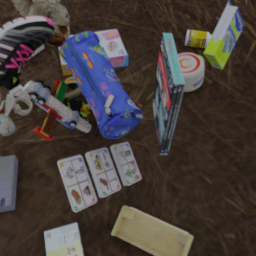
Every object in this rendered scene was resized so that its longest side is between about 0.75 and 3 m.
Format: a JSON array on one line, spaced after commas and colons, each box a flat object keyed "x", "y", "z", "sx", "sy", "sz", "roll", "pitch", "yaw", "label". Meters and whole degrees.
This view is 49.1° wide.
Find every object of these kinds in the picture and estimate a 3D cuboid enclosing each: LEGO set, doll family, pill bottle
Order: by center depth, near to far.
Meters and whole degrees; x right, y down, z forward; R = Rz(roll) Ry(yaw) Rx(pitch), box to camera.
[{"x": -0.979, "y": 0.020, "z": 5.757, "sx": 2.174, "sy": 0.714, "sz": 2.910, "roll": -12, "pitch": 80, "yaw": -55, "label": "LEGO set"}, {"x": -1.090, "y": -0.708, "z": 8.628, "sx": 2.964, "sy": 1.713, "sz": 1.163, "roll": -13, "pitch": 76, "yaw": -8, "label": "doll family"}, {"x": 3.056, "y": -3.760, "z": 11.913, "sx": 1.190, "sy": 0.669, "sz": 0.669, "roll": 9, "pitch": 51, "yaw": 8, "label": "pill bottle"}]

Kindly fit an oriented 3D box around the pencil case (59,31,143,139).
[{"x": -0.545, "y": -0.842, "z": 5.328, "sx": 0.855, "sy": 0.952, "sz": 2.192, "roll": -32, "pitch": 70, "yaw": 9, "label": "pencil case"}]

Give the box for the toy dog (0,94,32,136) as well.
[{"x": -3.327, "y": -0.753, "z": 6.913, "sx": 1.863, "sy": 0.898, "sz": 1.229, "roll": 45, "pitch": 72, "yaw": -16, "label": "toy dog"}]

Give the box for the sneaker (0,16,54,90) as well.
[{"x": -2.314, "y": -1.277, "z": 5.485, "sx": 2.264, "sy": 0.835, "sz": 0.990, "roll": -29, "pitch": 83, "yaw": 4, "label": "sneaker"}]

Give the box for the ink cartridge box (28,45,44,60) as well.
[{"x": -4.688, "y": -3.310, "z": 11.422, "sx": 1.488, "sy": 0.841, "sz": 2.031, "roll": 27, "pitch": 55, "yaw": 21, "label": "ink cartridge box"}]

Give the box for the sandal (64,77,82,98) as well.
[{"x": -1.799, "y": -1.536, "z": 9.814, "sx": 2.475, "sy": 0.668, "sz": 0.994, "roll": -40, "pitch": 17, "yaw": -32, "label": "sandal"}]

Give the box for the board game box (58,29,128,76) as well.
[{"x": -1.494, "y": -3.142, "z": 11.486, "sx": 2.614, "sy": 0.527, "sz": 2.000, "roll": -10, "pitch": 51, "yaw": -9, "label": "board game box"}]

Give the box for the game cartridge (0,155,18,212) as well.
[{"x": -4.358, "y": 1.644, "z": 7.609, "sx": 2.555, "sy": 0.490, "sz": 1.656, "roll": -8, "pitch": 47, "yaw": -7, "label": "game cartridge"}]

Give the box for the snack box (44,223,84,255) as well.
[{"x": -1.460, "y": 3.030, "z": 6.549, "sx": 0.824, "sy": 0.263, "sz": 1.419, "roll": -13, "pitch": 52, "yaw": -10, "label": "snack box"}]

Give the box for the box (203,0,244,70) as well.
[{"x": 2.250, "y": -2.123, "z": 6.459, "sx": 0.316, "sy": 0.809, "sz": 1.328, "roll": 27, "pitch": 93, "yaw": 34, "label": "box"}]

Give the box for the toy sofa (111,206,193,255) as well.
[{"x": 0.580, "y": 2.574, "z": 6.729, "sx": 1.812, "sy": 0.884, "sz": 0.750, "roll": 20, "pitch": 78, "yaw": 16, "label": "toy sofa"}]

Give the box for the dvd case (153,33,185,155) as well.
[{"x": 0.679, "y": -0.561, "z": 5.131, "sx": 0.203, "sy": 1.842, "sz": 1.344, "roll": 0, "pitch": 50, "yaw": -4, "label": "dvd case"}]

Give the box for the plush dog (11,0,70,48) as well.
[{"x": -2.370, "y": -3.235, "z": 7.971, "sx": 1.825, "sy": 1.954, "sz": 2.275, "roll": -17, "pitch": 39, "yaw": 13, "label": "plush dog"}]

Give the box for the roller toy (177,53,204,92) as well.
[{"x": 2.100, "y": -1.998, "z": 10.257, "sx": 1.389, "sy": 0.970, "sz": 1.267, "roll": -4, "pitch": 56, "yaw": 8, "label": "roller toy"}]
